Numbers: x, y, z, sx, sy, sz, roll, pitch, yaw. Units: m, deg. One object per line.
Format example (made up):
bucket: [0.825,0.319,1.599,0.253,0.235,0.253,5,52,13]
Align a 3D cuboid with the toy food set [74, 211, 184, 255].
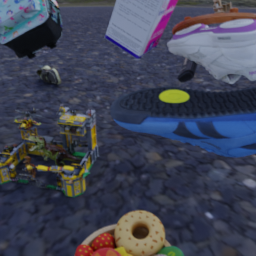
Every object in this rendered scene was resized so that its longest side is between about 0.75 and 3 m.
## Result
toy food set: [-0.008,2.065,4.246,1.710,0.416,1.692,-11,31,-21]

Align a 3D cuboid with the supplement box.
supplement box: [0.427,-2.935,6.632,1.117,2.161,1.093,35,44,10]

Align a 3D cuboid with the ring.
ring: [2.689,-2.731,7.763,2.901,0.278,2.901,2,4,0]

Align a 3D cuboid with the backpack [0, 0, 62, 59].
backpack: [-3.073,-3.424,8.470,1.886,1.600,2.125,-23,55,14]

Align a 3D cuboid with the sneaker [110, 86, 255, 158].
sneaker: [1.176,0.026,4.156,2.864,1.123,0.944,0,35,1]

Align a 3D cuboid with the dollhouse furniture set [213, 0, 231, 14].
dollhouse furniture set: [3.119,-4.110,9.266,0.507,0.716,0.780,-4,-13,25]

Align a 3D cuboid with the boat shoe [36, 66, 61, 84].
boat shoe: [-3.408,-2.192,11.915,0.612,0.665,1.862,-24,33,-24]

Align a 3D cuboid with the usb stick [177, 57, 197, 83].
usb stick: [1.969,-2.115,8.853,0.572,0.336,2.062,-24,29,38]

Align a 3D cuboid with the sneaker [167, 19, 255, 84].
sneaker: [1.777,-1.597,6.197,0.990,1.317,2.644,-29,26,-16]

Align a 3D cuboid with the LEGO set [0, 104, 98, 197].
LEGO set: [-1.862,0.298,6.333,2.627,1.522,2.020,11,30,19]
